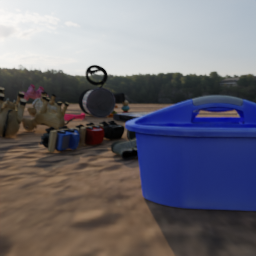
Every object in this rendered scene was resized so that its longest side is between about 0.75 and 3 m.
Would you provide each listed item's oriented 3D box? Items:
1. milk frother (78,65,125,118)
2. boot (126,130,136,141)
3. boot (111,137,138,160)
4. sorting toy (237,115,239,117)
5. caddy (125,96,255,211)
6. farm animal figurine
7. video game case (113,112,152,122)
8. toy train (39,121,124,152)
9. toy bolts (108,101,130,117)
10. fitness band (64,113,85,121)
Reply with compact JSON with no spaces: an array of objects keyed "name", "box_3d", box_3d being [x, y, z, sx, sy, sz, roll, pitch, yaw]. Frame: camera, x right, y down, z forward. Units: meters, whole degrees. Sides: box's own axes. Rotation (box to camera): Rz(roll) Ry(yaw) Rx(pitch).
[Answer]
[{"name":"milk frother","box_3d":[-1.689,-2.061,15.284,2.367,2.623,2.467,-32,15,-14]},{"name":"boot","box_3d":[0.739,0.171,5.320,1.804,0.651,1.362,1,9,12]},{"name":"boot","box_3d":[0.214,0.386,5.126,0.970,0.328,0.633,-11,15,-26]},{"name":"sorting toy","box_3d":[4.132,-0.287,9.437,0.686,0.762,0.407,-7,-28,-14]},{"name":"caddy","box_3d":[1.002,0.175,3.223,2.073,1.088,1.465,1,7,5]},{"name":"farm animal figurine","box_3d":[-3.220,-0.437,8.552,2.243,1.397,2.778,25,14,27]},{"name":"video game case","box_3d":[1.029,-0.474,12.544,2.655,0.339,2.400,-3,8,-29]},{"name":"toy train","box_3d":[-0.863,0.170,6.356,0.631,0.470,2.755,17,13,27]},{"name":"toy bolts","box_3d":[-0.556,-1.080,15.540,1.280,0.888,1.223,1,6,8]},{"name":"fitness band","box_3d":[-2.622,-0.518,13.427,1.086,0.283,1.513,-4,6,-16]}]
